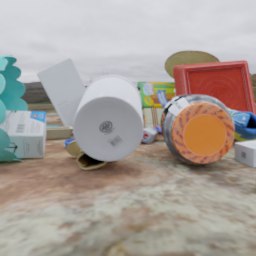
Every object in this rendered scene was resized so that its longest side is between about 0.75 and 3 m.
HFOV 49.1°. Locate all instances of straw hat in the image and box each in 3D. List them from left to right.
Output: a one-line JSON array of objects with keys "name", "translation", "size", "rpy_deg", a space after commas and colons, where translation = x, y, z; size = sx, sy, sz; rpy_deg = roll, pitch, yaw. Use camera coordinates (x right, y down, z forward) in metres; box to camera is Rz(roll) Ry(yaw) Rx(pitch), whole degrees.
[{"name": "straw hat", "translation": [2.708, -2.189, 12.110], "size": [2.500, 1.058, 2.500], "rpy_deg": [11, -24, 5]}]

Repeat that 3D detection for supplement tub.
[{"name": "supplement tub", "translation": [1.736, -0.034, 7.432], "size": [1.711, 1.711, 2.793], "rpy_deg": [1, 6, 4]}]

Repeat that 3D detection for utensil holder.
[{"name": "utensil holder", "translation": [-0.418, -0.289, 6.406], "size": [1.547, 1.547, 1.821], "rpy_deg": [0, 21, 0]}]

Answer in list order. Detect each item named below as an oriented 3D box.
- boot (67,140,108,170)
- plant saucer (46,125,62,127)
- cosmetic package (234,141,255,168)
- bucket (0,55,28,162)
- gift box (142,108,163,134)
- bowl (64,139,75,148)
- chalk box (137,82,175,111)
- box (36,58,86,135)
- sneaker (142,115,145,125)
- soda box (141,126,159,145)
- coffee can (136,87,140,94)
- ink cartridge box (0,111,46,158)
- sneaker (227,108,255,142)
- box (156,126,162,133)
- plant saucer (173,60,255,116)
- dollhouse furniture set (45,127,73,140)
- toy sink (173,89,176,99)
[{"name": "boot", "translation": [-1.038, 0.634, 6.927], "size": [1.556, 0.566, 1.209], "rpy_deg": [5, 10, 18]}, {"name": "plant saucer", "translation": [-3.544, 0.115, 12.307], "size": [0.962, 0.261, 2.751], "rpy_deg": [-1, 8, -4]}, {"name": "cosmetic package", "translation": [3.223, 0.625, 6.972], "size": [0.796, 0.489, 0.793], "rpy_deg": [-4, 8, -12]}, {"name": "bucket", "translation": [-3.721, -0.436, 7.047], "size": [1.898, 2.917, 2.917], "rpy_deg": [-4, 8, -11]}, {"name": "gift box", "translation": [0.980, -0.258, 11.898], "size": [0.999, 1.011, 1.083], "rpy_deg": [-2, -13, -10]}, {"name": "bowl", "translation": [-1.500, 0.523, 9.064], "size": [1.106, 0.217, 1.106], "rpy_deg": [0, 7, 0]}, {"name": "chalk box", "translation": [1.158, -1.066, 13.385], "size": [2.731, 1.693, 1.705], "rpy_deg": [-1, 52, -10]}, {"name": "box", "translation": [-2.623, -1.353, 12.265], "size": [1.503, 2.826, 2.152], "rpy_deg": [-28, 13, -11]}, {"name": "sneaker", "translation": [-0.024, -0.051, 9.758], "size": [0.738, 1.065, 1.901], "rpy_deg": [22, 16, 22]}, {"name": "soda box", "translation": [0.760, 0.245, 10.064], "size": [0.427, 0.396, 1.250], "rpy_deg": [27, 13, 12]}, {"name": "coffee can", "translation": [-0.235, -0.650, 11.273], "size": [1.455, 1.988, 1.455], "rpy_deg": [0, 7, 0]}, {"name": "ink cartridge box", "translation": [-3.208, 0.153, 7.600], "size": [1.835, 0.773, 1.339], "rpy_deg": [1, 32, -13]}, {"name": "sneaker", "translation": [3.356, -0.376, 9.344], "size": [2.540, 0.962, 1.334], "rpy_deg": [23, -17, 8]}, {"name": "box", "translation": [1.457, 0.178, 10.251], "size": [0.950, 0.197, 0.566], "rpy_deg": [24, 3, -40]}, {"name": "plant saucer", "translation": [3.308, -1.136, 10.434], "size": [2.954, 2.960, 0.543], "rpy_deg": [-5, -10, 0]}, {"name": "dollhouse furniture set", "translation": [-2.197, -0.417, 10.351], "size": [2.475, 1.757, 1.961], "rpy_deg": [-2, 7, -18]}, {"name": "toy sink", "translation": [2.486, -1.001, 11.502], "size": [1.348, 2.407, 1.569], "rpy_deg": [12, 6, 4]}]
